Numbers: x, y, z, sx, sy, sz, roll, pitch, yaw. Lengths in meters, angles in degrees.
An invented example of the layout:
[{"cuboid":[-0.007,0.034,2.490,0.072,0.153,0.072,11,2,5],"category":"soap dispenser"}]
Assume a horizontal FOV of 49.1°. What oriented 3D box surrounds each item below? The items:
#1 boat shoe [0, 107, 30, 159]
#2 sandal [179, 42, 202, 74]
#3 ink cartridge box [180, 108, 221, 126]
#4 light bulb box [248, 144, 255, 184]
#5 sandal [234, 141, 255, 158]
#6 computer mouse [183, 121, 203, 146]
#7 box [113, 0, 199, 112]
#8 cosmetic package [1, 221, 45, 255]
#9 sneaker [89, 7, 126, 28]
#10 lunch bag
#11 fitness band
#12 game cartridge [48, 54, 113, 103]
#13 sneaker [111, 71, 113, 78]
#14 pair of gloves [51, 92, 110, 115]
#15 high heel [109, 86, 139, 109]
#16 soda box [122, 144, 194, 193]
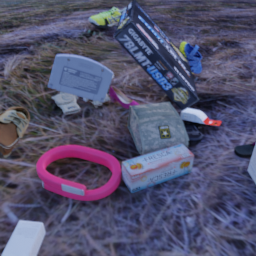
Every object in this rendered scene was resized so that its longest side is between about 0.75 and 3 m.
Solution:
[{"cuboid":[-2.966,-0.058,6.952,0.875,0.896,2.369,-44,22,3],"category":"boat shoe"},{"cuboid":[2.434,-2.544,10.345,0.633,1.453,0.578,11,65,42],"category":"sandal"},{"cuboid":[2.987,-0.448,11.369,1.519,0.359,1.216,11,14,21],"category":"ink cartridge box"},{"cuboid":[5.327,0.629,7.836,2.833,2.858,1.783,-2,33,-4],"category":"light bulb box"},{"cuboid":[4.724,0.672,9.952,1.899,0.454,0.714,-9,34,-13],"category":"sandal"},{"cuboid":[2.320,0.252,10.661,1.263,0.481,1.824,0,22,1],"category":"computer mouse"},{"cuboid":[0.884,-2.286,8.413,0.716,2.883,2.862,-37,23,24],"category":"box"},{"cuboid":[-2.500,2.865,6.635,0.646,0.470,1.270,4,35,6],"category":"cosmetic package"},{"cuboid":[-0.709,-4.264,10.715,1.765,0.674,0.665,-19,54,-31],"category":"sneaker"},{"cuboid":[1.051,0.072,10.191,1.731,1.241,2.111,-7,40,-14],"category":"lunch bag"},{"cuboid":[-1.565,1.362,8.934,2.733,0.511,1.962,14,33,18],"category":"fitness band"},{"cuboid":[-1.079,-1.175,6.504,1.357,0.905,0.275,15,26,-20],"category":"game cartridge"},{"cuboid":[-1.938,-2.885,14.836,2.687,1.067,1.054,-21,38,-31],"category":"sneaker"},{"cuboid":[-2.184,-1.377,13.113,2.424,0.425,2.061,-21,42,-25],"category":"pair of gloves"},{"cuboid":[-0.160,-1.385,12.770,1.643,0.788,0.553,24,40,32],"category":"high heel"},{"cuboid":[0.940,1.234,8.815,2.232,0.763,0.710,-14,36,-20],"category":"soda box"}]
